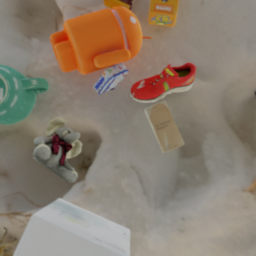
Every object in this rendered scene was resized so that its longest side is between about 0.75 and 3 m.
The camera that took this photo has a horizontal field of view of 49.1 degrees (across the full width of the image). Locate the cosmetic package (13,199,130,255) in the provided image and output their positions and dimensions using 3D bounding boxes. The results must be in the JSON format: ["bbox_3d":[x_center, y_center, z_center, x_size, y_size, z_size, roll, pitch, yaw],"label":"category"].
[{"bbox_3d":[-1.405,3.359,7.815,2.600,2.608,1.603,23,86,2],"label":"cosmetic package"}]

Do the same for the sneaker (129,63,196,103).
[{"bbox_3d":[1.096,-1.543,8.824,2.338,0.993,0.900,-21,62,-17],"label":"sneaker"}]

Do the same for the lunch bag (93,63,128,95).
[{"bbox_3d":[-0.570,-1.492,8.693,0.938,1.171,0.442,-35,86,-36],"label":"lunch bag"}]

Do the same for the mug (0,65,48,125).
[{"bbox_3d":[-3.892,-1.191,8.812,1.806,1.359,2.198,41,87,3],"label":"mug"}]

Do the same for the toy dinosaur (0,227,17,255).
[{"bbox_3d":[-4.366,3.887,8.495,2.773,0.807,1.402,-6,91,-10],"label":"toy dinosaur"}]

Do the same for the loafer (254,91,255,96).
[{"bbox_3d":[4.606,-1.000,9.353,0.887,0.319,0.279,40,78,-5],"label":"loafer"}]

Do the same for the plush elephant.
[{"bbox_3d":[-2.058,0.556,8.558,1.566,1.901,1.472,49,67,-27],"label":"plush elephant"}]

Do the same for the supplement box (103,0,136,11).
[{"bbox_3d":[-0.210,-4.497,9.438,0.939,0.632,0.952,27,86,2],"label":"supplement box"}]

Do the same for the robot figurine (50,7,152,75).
[{"bbox_3d":[-0.845,-2.721,8.659,2.936,2.112,1.712,-20,104,-11],"label":"robot figurine"}]

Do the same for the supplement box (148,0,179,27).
[{"bbox_3d":[1.307,-4.941,9.315,0.958,0.990,2.879,7,88,2],"label":"supplement box"}]

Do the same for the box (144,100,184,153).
[{"bbox_3d":[1.157,-0.033,9.102,0.739,0.605,1.556,-25,86,-1],"label":"box"}]
